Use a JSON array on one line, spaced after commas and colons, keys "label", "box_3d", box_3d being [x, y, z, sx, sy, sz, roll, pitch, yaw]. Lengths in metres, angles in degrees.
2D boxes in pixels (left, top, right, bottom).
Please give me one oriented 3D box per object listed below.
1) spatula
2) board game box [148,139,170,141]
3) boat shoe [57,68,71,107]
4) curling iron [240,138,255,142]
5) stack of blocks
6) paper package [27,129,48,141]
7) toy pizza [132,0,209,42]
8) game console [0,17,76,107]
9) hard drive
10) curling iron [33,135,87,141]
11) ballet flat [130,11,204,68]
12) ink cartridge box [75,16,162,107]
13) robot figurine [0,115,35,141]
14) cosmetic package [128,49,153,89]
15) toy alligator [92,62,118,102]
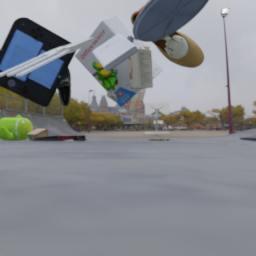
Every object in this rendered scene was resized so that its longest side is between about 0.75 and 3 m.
[{"label": "spatula", "box_3d": [-2.453, -2.052, 8.166, 1.885, 0.218, 2.711, 7, 35, 41]}, {"label": "board game box", "box_3d": [1.589, 0.623, 14.429, 1.006, 0.118, 0.527, -2, -5, 43]}, {"label": "boat shoe", "box_3d": [-2.682, -1.855, 11.845, 0.717, 1.990, 0.706, -13, 19, -18]}, {"label": "curling iron", "box_3d": [5.176, 0.484, 11.177, 1.349, 0.172, 0.334, 0, -1, 18]}, {"label": "stack of blocks", "box_3d": [0.098, -2.557, 13.390, 0.869, 2.968, 1.709, -12, 36, -44]}, {"label": "paper package", "box_3d": [-4.788, 0.365, 14.823, 0.820, 0.424, 0.781, 1, 22, 38]}, {"label": "toy pizza", "box_3d": [1.131, -3.139, 7.314, 2.422, 0.384, 2.422, -28, -9, -5]}, {"label": "game console", "box_3d": [-3.630, -2.494, 10.721, 2.430, 2.748, 0.427, 28, 7, -12]}, {"label": "hard drive", "box_3d": [-0.371, -1.937, 7.083, 0.901, 0.182, 1.365, -34, 35, 1]}, {"label": "curling iron", "box_3d": [-3.195, 0.473, 13.161, 2.505, 0.320, 0.621, 0, -1, -2]}, {"label": "ballet flat", "box_3d": [1.141, -2.766, 8.820, 2.736, 0.939, 0.862, 38, 24, 12]}, {"label": "ink cartridge box", "box_3d": [-0.392, -2.544, 10.933, 2.012, 2.774, 1.161, -39, 6, 38]}, {"label": "robot figurine", "box_3d": [-6.480, 0.078, 15.938, 2.234, 1.292, 1.960, 0, 21, 9]}, {"label": "cosmetic package", "box_3d": [0.425, -1.990, 9.577, 0.660, 1.277, 0.557, -4, 5, -35]}, {"label": "toy alligator", "box_3d": [-0.643, -1.728, 9.987, 0.601, 2.215, 0.657, -20, -37, -17]}]
